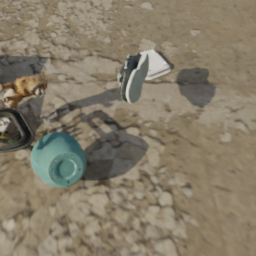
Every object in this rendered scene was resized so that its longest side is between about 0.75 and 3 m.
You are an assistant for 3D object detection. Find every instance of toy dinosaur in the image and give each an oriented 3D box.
[{"bbox_3d":[-3.963,0.402,9.629,2.000,0.475,0.881,13,38,-23],"label":"toy dinosaur"}]

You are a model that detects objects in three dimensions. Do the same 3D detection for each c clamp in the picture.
[{"bbox_3d":[-3.890,0.065,8.199,1.911,0.303,2.236,-24,51,-36],"label":"c clamp"}]

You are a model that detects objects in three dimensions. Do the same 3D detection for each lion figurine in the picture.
[{"bbox_3d":[-3.911,-0.995,9.531,1.496,2.442,0.885,-31,96,-58],"label":"lion figurine"}]

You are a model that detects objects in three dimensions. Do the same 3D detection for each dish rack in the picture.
[{"bbox_3d":[1.013,-3.020,12.960,1.446,0.367,1.685,-24,56,-16],"label":"dish rack"}]

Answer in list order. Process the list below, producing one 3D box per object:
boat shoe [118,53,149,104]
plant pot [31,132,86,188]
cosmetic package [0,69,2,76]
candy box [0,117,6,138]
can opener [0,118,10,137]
[{"bbox_3d":[0.084,-1.706,9.534,0.824,1.033,2.732,3,35,16],"label":"boat shoe"},{"bbox_3d":[-2.063,1.076,8.680,1.677,1.677,1.346,-27,20,-19],"label":"plant pot"},{"bbox_3d":[-7.165,-2.581,11.916,2.856,1.525,1.288,7,55,3],"label":"cosmetic package"},{"bbox_3d":[-5.779,-0.427,9.686,2.972,0.393,1.519,12,55,-49],"label":"candy box"},{"bbox_3d":[-4.683,0.267,9.983,0.378,0.477,1.434,19,60,4],"label":"can opener"}]
